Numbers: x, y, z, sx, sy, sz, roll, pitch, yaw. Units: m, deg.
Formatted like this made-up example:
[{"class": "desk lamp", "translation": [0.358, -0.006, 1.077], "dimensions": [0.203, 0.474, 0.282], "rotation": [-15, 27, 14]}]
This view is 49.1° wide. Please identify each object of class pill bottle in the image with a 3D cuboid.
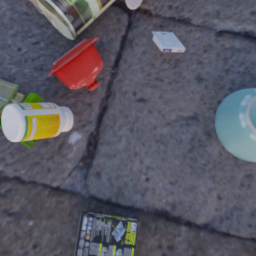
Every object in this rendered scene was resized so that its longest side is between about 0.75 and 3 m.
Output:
[{"class": "pill bottle", "translation": [-2.698, -0.216, 8.595], "dimensions": [1.104, 1.957, 1.104], "rotation": [6, 99, 38]}]

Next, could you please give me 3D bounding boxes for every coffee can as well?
[{"class": "coffee can", "translation": [-1.714, -4.670, 10.005], "dimensions": [1.813, 1.813, 2.477], "rotation": [42, 81, 8]}]

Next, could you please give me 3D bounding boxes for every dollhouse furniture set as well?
[{"class": "dollhouse furniture set", "translation": [-3.978, -0.561, 9.766], "dimensions": [2.390, 1.199, 1.565], "rotation": [20, 69, 33]}]

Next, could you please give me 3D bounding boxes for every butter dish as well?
[{"class": "butter dish", "translation": [-1.579, -1.957, 9.584], "dimensions": [2.015, 2.021, 1.494], "rotation": [-39, 108, -7]}]

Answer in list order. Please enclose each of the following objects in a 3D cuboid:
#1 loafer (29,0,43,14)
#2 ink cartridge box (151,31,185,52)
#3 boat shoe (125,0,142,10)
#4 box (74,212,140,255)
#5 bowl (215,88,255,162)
[{"class": "loafer", "translation": [-3.685, -5.183, 10.733], "dimensions": [1.914, 0.602, 0.688], "rotation": [44, 81, 9]}, {"class": "ink cartridge box", "translation": [1.401, -3.080, 10.038], "dimensions": [0.975, 0.215, 0.993], "rotation": [-7, 52, -28]}, {"class": "boat shoe", "translation": [0.121, -5.689, 10.779], "dimensions": [0.780, 0.768, 2.201], "rotation": [-6, 102, -25]}, {"class": "box", "translation": [-0.713, 3.981, 8.776], "dimensions": [1.894, 0.523, 2.365], "rotation": [7, 78, 1]}, {"class": "bowl", "translation": [4.413, -0.262, 9.265], "dimensions": [2.661, 1.392, 2.661], "rotation": [0, 77, -1]}]
